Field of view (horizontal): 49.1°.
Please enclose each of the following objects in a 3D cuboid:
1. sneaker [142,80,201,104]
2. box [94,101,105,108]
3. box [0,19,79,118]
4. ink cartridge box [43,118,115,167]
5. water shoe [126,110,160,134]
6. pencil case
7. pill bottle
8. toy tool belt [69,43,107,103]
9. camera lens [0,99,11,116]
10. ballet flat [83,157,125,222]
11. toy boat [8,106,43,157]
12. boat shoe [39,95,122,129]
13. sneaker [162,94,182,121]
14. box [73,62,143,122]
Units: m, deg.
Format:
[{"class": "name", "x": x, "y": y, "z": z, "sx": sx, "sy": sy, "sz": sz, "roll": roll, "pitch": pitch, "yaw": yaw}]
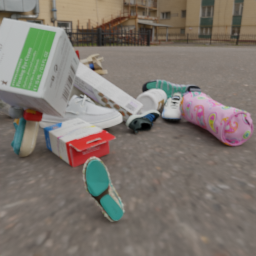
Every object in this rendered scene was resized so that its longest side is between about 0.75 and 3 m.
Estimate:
[{"class": "sneaker", "x": 1.716, "y": -1.451, "z": 11.757, "sx": 2.516, "sy": 0.936, "sz": 1.101, "roll": 6, "pitch": 6, "yaw": -12}, {"class": "box", "x": -0.480, "y": -0.677, "z": 9.722, "sx": 1.273, "sy": 0.604, "sz": 0.495, "roll": -10, "pitch": 23, "yaw": -28}, {"class": "box", "x": -1.987, "y": -1.205, "z": 6.037, "sx": 1.312, "sy": 1.524, "sz": 1.532, "roll": 12, "pitch": -12, "yaw": 7}, {"class": "ink cartridge box", "x": -1.184, "y": 0.354, "z": 6.792, "sx": 1.034, "sy": 0.599, "sz": 1.780, "roll": -19, "pitch": 27, "yaw": -34}, {"class": "water shoe", "x": 0.551, "y": -0.137, "z": 8.612, "sx": 1.449, "sy": 0.518, "sz": 0.572, "roll": -17, "pitch": 54, "yaw": -43}, {"class": "pencil case", "x": 2.439, "y": -0.366, "z": 8.141, "sx": 1.077, "sy": 1.077, "sz": 2.463, "roll": -6, "pitch": 22, "yaw": -16}, {"class": "pill bottle", "x": 0.896, "y": -0.981, "z": 10.232, "sx": 0.806, "sy": 0.806, "sz": 1.410, "roll": 9, "pitch": 20, "yaw": 23}, {"class": "toy tool belt", "x": -1.472, "y": -1.958, "z": 10.523, "sx": 1.668, "sy": 1.694, "sz": 2.714, "roll": -7, "pitch": 61, "yaw": -7}, {"class": "camera lens", "x": -4.055, "y": -1.080, "z": 9.345, "sx": 1.165, "sy": 1.165, "sz": 1.456, "roll": 13, "pitch": -13, "yaw": 32}, {"class": "ballet flat", "x": -0.438, "y": 0.968, "z": 4.409, "sx": 0.452, "sy": 1.196, "sz": 0.382, "roll": -28, "pitch": 21, "yaw": -21}, {"class": "toy boat", "x": -2.428, "y": -0.065, "z": 6.510, "sx": 0.689, "sy": 1.247, "sz": 1.483, "roll": 12, "pitch": -29, "yaw": -19}, {"class": "boat shoe", "x": -1.523, "y": -0.506, "z": 8.451, "sx": 2.778, "sy": 0.952, "sz": 1.000, "roll": 3, "pitch": 20, "yaw": 27}, {"class": "sneaker", "x": 1.568, "y": -0.720, "z": 9.725, "sx": 0.694, "sy": 0.700, "sz": 1.931, "roll": 5, "pitch": 22, "yaw": 11}, {"class": "box", "x": -0.861, "y": -1.199, "z": 9.099, "sx": 2.891, "sy": 0.559, "sz": 0.599, "roll": 34, "pitch": 54, "yaw": 10}]
